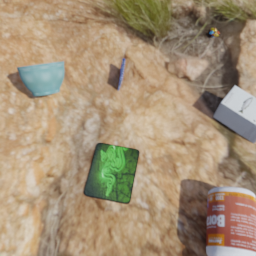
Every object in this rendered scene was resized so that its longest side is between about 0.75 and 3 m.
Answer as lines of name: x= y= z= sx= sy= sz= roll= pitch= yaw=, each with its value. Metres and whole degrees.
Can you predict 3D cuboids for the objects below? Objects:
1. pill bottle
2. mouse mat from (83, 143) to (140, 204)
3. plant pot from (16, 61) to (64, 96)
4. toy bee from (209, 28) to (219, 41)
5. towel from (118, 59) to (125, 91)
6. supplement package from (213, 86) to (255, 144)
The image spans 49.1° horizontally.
pill bottle: x=3.247 y=3.359 z=8.803 sx=1.522 sy=1.522 sz=2.713 roll=8 pitch=63 yaw=4
mouse mat: x=-0.589 y=1.651 z=10.521 sx=1.760 sy=0.082 sz=2.188 roll=10 pitch=62 yaw=5
plant pot: x=-3.476 y=-2.001 z=11.544 sx=1.869 sy=1.869 sz=1.252 roll=-9 pitch=106 yaw=-5
toy bee: x=4.200 y=-4.545 z=13.520 sx=0.545 sy=0.452 sz=0.832 roll=18 pitch=64 yaw=-42
towel: x=-0.310 y=-2.314 z=12.131 sx=0.141 sy=0.853 sz=1.179 roll=10 pitch=62 yaw=-7
supplement package: x=4.588 y=-0.523 z=11.046 sx=1.927 sy=1.130 sz=1.126 roll=36 pitch=68 yaw=17
